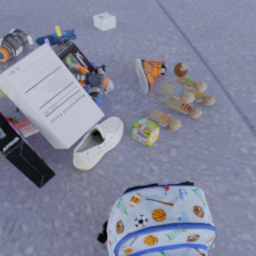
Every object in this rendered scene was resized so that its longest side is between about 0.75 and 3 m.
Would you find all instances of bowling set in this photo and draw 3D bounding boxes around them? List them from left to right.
[{"bbox_3d":[1.979,-1.172,9.537,1.379,1.788,2.569,30,54,27],"label":"bowling set"}]

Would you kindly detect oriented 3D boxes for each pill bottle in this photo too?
[{"bbox_3d":[-5.408,-3.751,12.861,0.965,0.965,1.817,9,43,9],"label":"pill bottle"}]

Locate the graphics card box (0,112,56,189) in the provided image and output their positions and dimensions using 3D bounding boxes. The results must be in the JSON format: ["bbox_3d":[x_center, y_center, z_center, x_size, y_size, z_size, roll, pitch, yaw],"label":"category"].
[{"bbox_3d":[-2.887,0.442,7.196,0.585,1.443,2.301,-41,43,-15],"label":"graphics card box"}]

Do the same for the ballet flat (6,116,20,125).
[{"bbox_3d":[-4.593,0.201,8.450,2.668,0.897,0.908,-22,78,-21],"label":"ballet flat"}]

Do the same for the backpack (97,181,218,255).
[{"bbox_3d":[0.616,2.111,5.476,2.389,2.276,1.840,-8,43,-10],"label":"backpack"}]

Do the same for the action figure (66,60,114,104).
[{"bbox_3d":[-1.160,-1.212,8.245,1.472,1.521,0.796,8,2,-5],"label":"action figure"}]

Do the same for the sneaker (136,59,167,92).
[{"bbox_3d":[1.020,-2.241,11.318,1.200,0.831,2.142,-5,43,-4],"label":"sneaker"}]

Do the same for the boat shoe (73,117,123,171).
[{"bbox_3d":[-0.842,0.280,8.563,0.823,0.805,2.323,18,45,20],"label":"boat shoe"}]

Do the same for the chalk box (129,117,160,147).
[{"bbox_3d":[0.468,0.080,8.968,0.915,0.566,0.569,29,49,27],"label":"chalk box"}]

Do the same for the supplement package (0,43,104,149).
[{"bbox_3d":[-2.015,-0.721,7.351,1.372,2.291,1.389,-44,16,-23],"label":"supplement package"}]

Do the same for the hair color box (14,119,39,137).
[{"bbox_3d":[-3.019,-0.012,8.458,0.841,0.466,0.269,-20,56,16],"label":"hair color box"}]

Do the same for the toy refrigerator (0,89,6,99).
[{"bbox_3d":[-4.638,-0.685,8.229,0.831,0.766,2.189,-2,36,50],"label":"toy refrigerator"}]

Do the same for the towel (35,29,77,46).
[{"bbox_3d":[-2.720,-3.420,10.714,0.925,0.402,1.656,-1,25,21],"label":"towel"}]

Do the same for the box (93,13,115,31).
[{"bbox_3d":[-1.297,-5.865,15.455,0.900,0.588,0.895,-26,49,-26],"label":"box"}]

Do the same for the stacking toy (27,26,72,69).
[{"bbox_3d":[-2.208,-2.164,7.969,0.916,1.215,0.285,-21,20,-12],"label":"stacking toy"}]

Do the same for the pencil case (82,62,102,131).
[{"bbox_3d":[-1.581,-1.141,9.871,1.274,1.145,2.934,-25,36,24],"label":"pencil case"}]

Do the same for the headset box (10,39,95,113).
[{"bbox_3d":[-2.694,-1.578,9.326,2.845,1.067,2.115,-42,29,-3],"label":"headset box"}]
